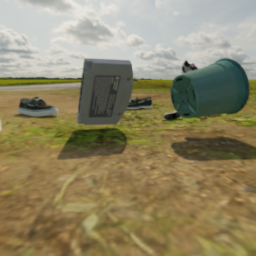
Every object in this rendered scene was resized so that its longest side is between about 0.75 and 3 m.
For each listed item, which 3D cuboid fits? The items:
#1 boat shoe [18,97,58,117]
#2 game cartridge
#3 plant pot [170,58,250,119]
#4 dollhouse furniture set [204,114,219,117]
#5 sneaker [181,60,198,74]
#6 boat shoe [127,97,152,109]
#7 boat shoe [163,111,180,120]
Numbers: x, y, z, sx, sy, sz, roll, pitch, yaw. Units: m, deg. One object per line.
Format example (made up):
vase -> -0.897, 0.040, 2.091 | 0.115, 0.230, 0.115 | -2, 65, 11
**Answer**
boat shoe -> -4.879, -1.159, 14.815 | 2.766, 0.981, 0.997 | 6, 12, 29
game cartridge -> -0.819, -1.244, 10.230 | 1.865, 2.801, 0.573 | 1, 44, -17
plant pot -> 2.550, -1.175, 9.204 | 1.886, 1.926, 1.926 | -16, 16, -24
dollhouse furniture set -> 4.123, -1.140, 15.159 | 1.710, 0.835, 1.458 | -9, 13, -41
sneaker -> 2.541, -2.176, 10.778 | 0.455, 0.532, 1.297 | -28, 45, -26
boat shoe -> 0.536, -1.594, 17.968 | 2.424, 0.731, 0.916 | -9, 13, -40
boat shoe -> 2.212, -0.571, 13.408 | 1.133, 0.389, 0.321 | -12, 21, -27
